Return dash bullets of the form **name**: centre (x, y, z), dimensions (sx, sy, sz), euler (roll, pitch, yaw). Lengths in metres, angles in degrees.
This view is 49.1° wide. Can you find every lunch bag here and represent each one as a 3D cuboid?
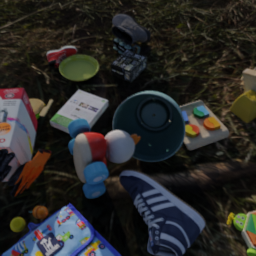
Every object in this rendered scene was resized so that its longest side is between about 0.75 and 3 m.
- **lunch bag**: centre (-1.582, 3.398, 6.949), dimensions (2.146, 1.341, 2.850), euler (-37, 58, -27)

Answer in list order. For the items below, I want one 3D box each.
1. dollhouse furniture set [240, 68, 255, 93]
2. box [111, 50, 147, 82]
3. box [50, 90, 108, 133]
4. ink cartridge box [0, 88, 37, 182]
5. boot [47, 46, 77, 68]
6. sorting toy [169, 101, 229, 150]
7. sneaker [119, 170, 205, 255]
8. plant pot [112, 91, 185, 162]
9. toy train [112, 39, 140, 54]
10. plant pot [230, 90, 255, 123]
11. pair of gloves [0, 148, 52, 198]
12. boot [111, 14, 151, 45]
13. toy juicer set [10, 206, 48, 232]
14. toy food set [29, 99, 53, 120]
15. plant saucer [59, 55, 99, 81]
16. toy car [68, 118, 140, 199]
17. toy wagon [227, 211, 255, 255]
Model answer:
- **dollhouse furniture set**: centre (5.900, -2.179, 11.201), dimensions (2.585, 1.262, 2.204), euler (-35, 39, -16)
- **box**: centre (0.037, -2.827, 12.700), dimensions (1.110, 0.584, 1.355), euler (25, 54, 20)
- **box**: centre (-1.877, -0.581, 10.969), dimensions (1.436, 0.362, 1.990), euler (22, 52, 17)
- **ink cartridge box**: centre (-4.294, 0.258, 9.253), dimensions (1.877, 1.868, 2.583), euler (-4, 50, -3)
- **boot**: centre (-3.068, -3.268, 13.148), dimensions (1.444, 0.523, 1.042), euler (-16, 52, -3)
- **sorting toy**: centre (2.575, -0.202, 10.635), dimensions (1.799, 0.354, 1.943), euler (-18, 52, -14)
- **sneaker**: centre (0.602, 2.449, 7.975), dimensions (2.864, 1.004, 1.554), euler (31, 55, 20)
- **plant pot**: centre (0.812, -0.245, 9.636), dimensions (2.360, 2.360, 1.581), euler (12, 24, 10)
- **toy train**: centre (-0.103, -3.959, 13.690), dimensions (0.835, 0.624, 1.465), euler (-26, 53, -33)
- **plant pot**: centre (4.697, -0.929, 10.880), dimensions (0.897, 0.924, 0.903), euler (-28, 56, -22)
- **pair of gloves**: centre (-3.394, 1.333, 7.972), dimensions (0.274, 2.214, 1.973), euler (45, 106, 27)
- **boot**: centre (-0.242, -5.006, 14.011), dimensions (2.593, 0.905, 1.707), euler (36, 38, 28)
- **toy juicer set**: centre (-2.303, 3.063, 7.790), dimensions (1.201, 0.514, 1.887), euler (-32, 80, -28)
- **toy food set**: centre (-3.915, -0.714, 11.141), dimensions (1.756, 0.353, 1.213), euler (4, 43, 11)
- **plant saucer**: centre (-2.224, -2.679, 12.765), dimensions (1.777, 0.276, 1.777), euler (1, 50, -1)
- **toy car**: centre (-0.587, 0.786, 8.877), dimensions (2.177, 1.926, 2.007), euler (-13, 56, -20)
- **toy wagon**: centre (3.823, 2.974, 7.905), dimensions (1.980, 0.392, 1.536), euler (24, 53, 18)
